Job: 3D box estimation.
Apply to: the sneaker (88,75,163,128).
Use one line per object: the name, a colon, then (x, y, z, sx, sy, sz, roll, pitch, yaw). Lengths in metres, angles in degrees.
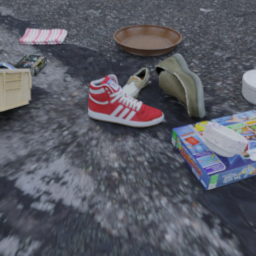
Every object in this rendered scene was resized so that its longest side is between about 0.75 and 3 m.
sneaker: (-0.076, -0.740, 7.438, 2.102, 1.182, 0.749, 7, 32, 9)

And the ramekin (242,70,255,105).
ramekin: (4.111, -1.183, 8.476, 1.367, 0.637, 1.367, 1, 38, 0)

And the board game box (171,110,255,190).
board game box: (2.504, 0.407, 6.620, 2.478, 0.427, 1.677, -12, 40, -15)

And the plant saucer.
plant saucer: (0.801, -3.618, 11.680, 2.806, 0.513, 2.806, -1, 38, 1)

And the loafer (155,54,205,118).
loafer: (1.477, -1.201, 8.335, 1.012, 1.092, 2.904, -16, 37, 2)

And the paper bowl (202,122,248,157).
paper bowl: (1.996, 0.280, 5.893, 0.897, 0.466, 0.897, 20, 17, -6)

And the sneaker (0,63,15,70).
sneaker: (-4.412, -1.985, 9.703, 1.438, 0.545, 0.554, 20, 18, 26)

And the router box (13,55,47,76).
router box: (-3.502, -2.273, 10.111, 0.785, 0.325, 1.048, 6, 39, 8)

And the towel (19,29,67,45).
towel: (-3.735, -4.080, 12.453, 1.856, 0.278, 1.358, -1, 39, -2)

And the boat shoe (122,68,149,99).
boat shoe: (0.194, -1.385, 8.796, 0.552, 0.505, 1.478, 23, 48, 18)

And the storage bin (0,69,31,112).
storage bin: (-4.069, -1.114, 7.523, 2.214, 1.037, 2.198, 3, 13, 4)
